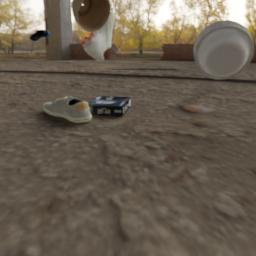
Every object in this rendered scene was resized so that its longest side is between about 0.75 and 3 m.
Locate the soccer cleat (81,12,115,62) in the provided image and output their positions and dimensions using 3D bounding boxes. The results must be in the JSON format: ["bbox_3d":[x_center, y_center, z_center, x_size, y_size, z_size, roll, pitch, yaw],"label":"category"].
[{"bbox_3d":[-0.860,-3.088,9.393,0.771,0.863,2.226,-15,41,37],"label":"soccer cleat"}]

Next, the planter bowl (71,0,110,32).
[{"bbox_3d":[-1.054,-3.087,7.240,0.998,0.998,0.672,-16,47,-40],"label":"planter bowl"}]

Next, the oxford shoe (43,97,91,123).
[{"bbox_3d":[-2.496,-0.873,11.334,1.102,0.846,2.930,-19,24,-39],"label":"oxford shoe"}]

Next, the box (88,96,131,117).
[{"bbox_3d":[-0.825,-0.974,12.286,1.608,0.437,2.007,3,18,11],"label":"box"}]

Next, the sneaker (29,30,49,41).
[{"bbox_3d":[-3.411,-3.508,10.542,0.881,0.309,0.343,-10,-3,23],"label":"sneaker"}]

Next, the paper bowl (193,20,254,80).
[{"bbox_3d":[3.485,-2.744,10.285,2.099,2.099,1.092,3,41,9],"label":"paper bowl"}]
